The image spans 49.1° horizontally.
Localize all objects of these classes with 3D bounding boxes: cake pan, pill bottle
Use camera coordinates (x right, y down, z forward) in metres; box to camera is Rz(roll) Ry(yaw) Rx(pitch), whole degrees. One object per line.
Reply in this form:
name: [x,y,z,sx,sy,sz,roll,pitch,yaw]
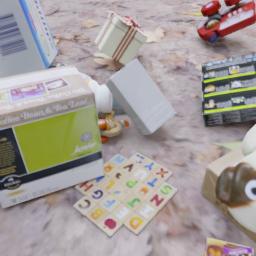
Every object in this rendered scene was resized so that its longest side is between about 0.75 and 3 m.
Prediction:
cake pan: [-0.260,-0.860,9.222,1.219,0.224,1.219,0,39,0]
pill bottle: [-1.506,-0.887,8.452,1.991,1.120,1.120,1,39,2]

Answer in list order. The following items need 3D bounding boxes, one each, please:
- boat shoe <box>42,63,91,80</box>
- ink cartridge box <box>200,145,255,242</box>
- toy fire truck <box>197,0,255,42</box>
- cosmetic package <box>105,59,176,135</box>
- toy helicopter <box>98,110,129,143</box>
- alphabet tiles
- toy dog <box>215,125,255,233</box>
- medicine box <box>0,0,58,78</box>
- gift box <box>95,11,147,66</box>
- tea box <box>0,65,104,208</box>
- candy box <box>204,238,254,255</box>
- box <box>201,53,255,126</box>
boat shoe: [-2.430,-1.945,10.103,2.280,0.781,0.821,12,41,15]
ink cartridge box: [3.203,1.419,5.834,2.115,0.964,2.568,-24,44,-25]
toy fire truck: [4.328,-4.770,12.512,2.683,1.504,2.253,-14,36,36]
cosmetic package: [0.318,-0.813,7.673,0.993,0.838,1.859,-37,94,-15]
toy helicopter: [-0.472,-0.175,8.168,0.942,0.562,1.424,-7,30,-2]
alphabet tiles: [-0.050,1.420,6.535,1.873,0.071,2.250,29,47,30]
toy dog: [2.135,0.638,4.177,1.484,2.063,2.127,48,40,12]
medicine box: [-3.517,-3.209,9.023,1.426,2.523,2.770,-16,27,1]
gift box: [-0.345,-3.591,10.919,1.706,1.593,1.575,23,22,-33]
tea box: [-1.979,0.127,6.268,2.386,2.348,1.595,-15,39,-19]
candy box: [1.827,2.347,5.111,0.816,0.230,0.476,9,76,13]
box: [3.607,-1.289,8.538,2.641,0.628,2.551,-8,48,21]
